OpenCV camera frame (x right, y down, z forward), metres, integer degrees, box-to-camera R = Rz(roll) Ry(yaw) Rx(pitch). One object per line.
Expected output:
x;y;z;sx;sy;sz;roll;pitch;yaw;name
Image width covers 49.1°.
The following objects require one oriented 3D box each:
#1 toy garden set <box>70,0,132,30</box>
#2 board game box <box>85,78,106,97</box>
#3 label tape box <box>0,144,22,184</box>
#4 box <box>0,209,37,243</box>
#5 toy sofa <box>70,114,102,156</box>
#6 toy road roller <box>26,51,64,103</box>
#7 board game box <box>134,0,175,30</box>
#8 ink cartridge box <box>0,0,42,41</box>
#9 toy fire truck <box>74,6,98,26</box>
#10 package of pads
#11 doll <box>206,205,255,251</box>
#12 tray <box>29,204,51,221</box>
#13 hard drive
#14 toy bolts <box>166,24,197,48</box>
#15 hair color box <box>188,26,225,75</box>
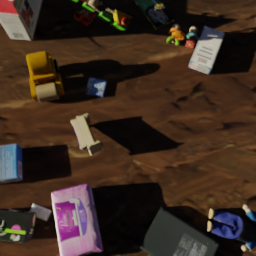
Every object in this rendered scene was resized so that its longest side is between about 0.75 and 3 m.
-1.159;-5.066;11.734;2.773;2.312;0.553;25;100;-24;toy garden set
-1.408;-1.776;12.276;0.778;0.169;0.775;10;70;3;board game box
-5.167;1.473;10.893;1.914;0.633;1.372;-9;70;-1;label tape box
-4.141;3.474;10.022;1.352;0.840;1.004;6;76;3;box
-1.657;0.278;11.022;0.774;0.657;1.586;-22;58;-9;toy sofa
-3.575;-2.243;11.728;1.268;1.506;2.063;-13;71;-5;toy road roller
1.251;-5.782;13.673;1.095;0.245;2.090;-28;73;-7;board game box
-4.898;-5.741;12.544;1.103;2.309;2.630;5;70;2;ink cartridge box
-1.928;-5.345;13.103;0.341;0.986;1.398;32;75;11;toy fire truck
-1.851;3.366;10.050;1.459;0.916;2.422;-13;71;-6;package of pads
4.126;3.584;10.164;2.339;0.567;1.596;15;69;5;doll
-3.339;3.183;10.564;0.774;0.086;0.416;20;71;7;tray
1.805;4.188;10.039;2.373;0.390;1.656;30;73;10;hard drive
2.535;-4.301;12.655;1.318;1.259;0.914;14;85;-2;toy bolts
3.538;-3.506;12.656;0.998;0.604;1.995;22;72;8;hair color box
